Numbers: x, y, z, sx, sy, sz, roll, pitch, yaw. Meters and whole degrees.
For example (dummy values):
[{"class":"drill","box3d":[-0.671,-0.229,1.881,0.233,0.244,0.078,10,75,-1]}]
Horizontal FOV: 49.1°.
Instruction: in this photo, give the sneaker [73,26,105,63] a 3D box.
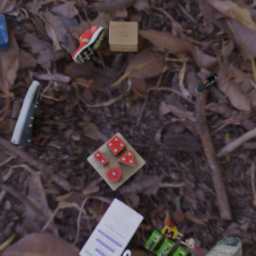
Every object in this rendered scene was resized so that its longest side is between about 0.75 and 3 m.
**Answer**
[{"class":"sneaker","box3d":[-1.833,-3.664,12.282,0.857,0.777,2.018,27,69,21]}]

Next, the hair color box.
[{"class":"hair color box","box3d":[-0.571,3.841,10.061,1.233,0.731,2.256,33,75,8]}]

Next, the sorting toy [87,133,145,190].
[{"class":"sorting toy","box3d":[-0.467,1.257,10.863,1.646,0.573,1.636,-40,78,-11]}]

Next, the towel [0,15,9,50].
[{"class":"towel","box3d":[-5.867,-4.269,12.522,0.924,0.402,1.655,-15,75,-3]}]

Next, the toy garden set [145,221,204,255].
[{"class":"toy garden set","box3d":[1.659,4.200,9.673,1.837,0.367,1.531,31,117,7]}]

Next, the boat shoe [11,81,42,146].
[{"class":"boat shoe","box3d":[-3.909,-0.566,11.304,0.756,0.917,2.671,18,76,-15]}]

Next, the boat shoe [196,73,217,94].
[{"class":"boat shoe","box3d":[3.322,-1.913,11.891,1.129,0.354,0.413,-41,79,-9]}]

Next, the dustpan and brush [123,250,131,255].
[{"class":"dustpan and brush","box3d":[-0.507,5.541,9.523,1.979,0.811,2.836,21,75,6]}]

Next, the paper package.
[{"class":"paper package","box3d":[-0.192,-4.010,12.325,1.244,0.644,1.186,1,74,1]}]

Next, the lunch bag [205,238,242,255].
[{"class":"lunch bag","box3d":[3.372,4.611,9.502,1.507,0.886,1.236,-21,104,-37]}]
